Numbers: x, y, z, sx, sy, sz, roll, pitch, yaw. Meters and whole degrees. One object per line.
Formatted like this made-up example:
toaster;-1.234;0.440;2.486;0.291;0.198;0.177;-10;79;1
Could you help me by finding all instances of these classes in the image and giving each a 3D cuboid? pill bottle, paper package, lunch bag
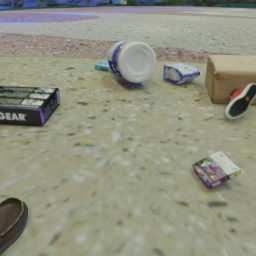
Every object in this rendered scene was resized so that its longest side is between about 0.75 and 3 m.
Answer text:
pill bottle;-0.012;-2.902;12.007;1.579;1.579;2.638;-9;20;-16
paper package;4.356;-1.914;10.743;2.516;1.302;2.398;3;29;7
lunch bag;2.302;-2.340;12.106;1.059;0.772;1.246;-17;25;-30

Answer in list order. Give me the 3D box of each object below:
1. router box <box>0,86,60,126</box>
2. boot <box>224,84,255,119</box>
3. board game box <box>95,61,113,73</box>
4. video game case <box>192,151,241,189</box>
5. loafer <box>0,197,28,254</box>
router box;-3.758;-0.792;9.368;2.480;0.633;1.849;3;29;5
boot;3.500;-0.804;9.249;1.465;0.530;1.056;-45;9;-15
board game box;-0.964;-3.028;13.875;1.096;0.257;0.827;16;32;26
video game case;1.968;0.927;6.313;0.772;0.152;0.851;-25;26;-2
loafer;-2.313;1.758;4.678;0.664;0.645;1.817;6;29;11
